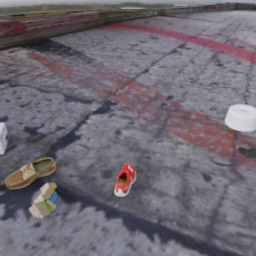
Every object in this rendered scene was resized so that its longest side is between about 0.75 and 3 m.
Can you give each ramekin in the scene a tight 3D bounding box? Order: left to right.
[{"bbox_3d":[4.961,-0.462,12.119,1.383,0.674,1.383,0,31,0],"label":"ramekin"}]

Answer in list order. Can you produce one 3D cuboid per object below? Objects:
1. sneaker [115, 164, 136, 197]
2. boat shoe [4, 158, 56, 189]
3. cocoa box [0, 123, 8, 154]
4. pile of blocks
[{"bbox_3d":[-0.062,1.522,8.793,0.542,0.598,1.408,5,31,9],"label":"sneaker"},{"bbox_3d":[-3.090,1.355,8.877,1.622,0.599,0.614,-25,59,-27],"label":"boat shoe"},{"bbox_3d":[-5.038,0.421,10.516,0.744,0.756,1.134,-6,31,-10],"label":"cocoa box"},{"bbox_3d":[-2.401,2.141,8.025,0.449,0.593,1.445,-40,14,17],"label":"pile of blocks"}]
